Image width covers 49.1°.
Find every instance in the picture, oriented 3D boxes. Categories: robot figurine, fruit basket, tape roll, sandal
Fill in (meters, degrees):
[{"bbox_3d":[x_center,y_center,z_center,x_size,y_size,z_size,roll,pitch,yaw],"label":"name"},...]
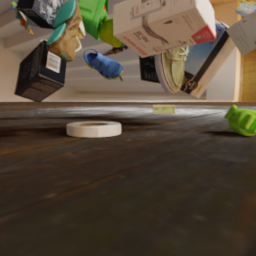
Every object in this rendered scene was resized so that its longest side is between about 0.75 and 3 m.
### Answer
[{"bbox_3d":[3.798,-0.193,9.164,1.269,0.837,1.446,23,6,-2],"label":"robot figurine"},{"bbox_3d":[-0.706,-3.206,8.454,1.731,1.249,1.731,18,1,0],"label":"fruit basket"},{"bbox_3d":[-1.143,0.028,9.405,1.840,0.336,1.840,1,8,0],"label":"tape roll"},{"bbox_3d":[-1.331,-3.168,13.725,2.516,1.000,1.095,28,-11,26],"label":"sandal"}]

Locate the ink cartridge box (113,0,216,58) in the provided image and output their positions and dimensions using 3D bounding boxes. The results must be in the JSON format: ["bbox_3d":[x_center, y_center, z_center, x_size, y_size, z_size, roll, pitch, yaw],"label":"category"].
[{"bbox_3d":[1.026,-2.989,7.949,2.440,1.010,1.787,-7,-13,31],"label":"ink cartridge box"}]

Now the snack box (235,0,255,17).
[{"bbox_3d":[4.131,-4.016,9.502,0.771,0.548,0.204,31,-11,22],"label":"snack box"}]

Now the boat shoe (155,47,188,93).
[{"bbox_3d":[1.505,-2.647,9.228,1.072,2.978,0.924,-10,8,-42],"label":"boat shoe"}]

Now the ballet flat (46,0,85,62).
[{"bbox_3d":[-1.458,-2.395,7.043,0.761,0.812,2.245,-25,41,21],"label":"ballet flat"}]

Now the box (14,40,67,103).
[{"bbox_3d":[-2.629,-1.637,8.456,0.859,1.191,1.604,20,-28,-40],"label":"box"}]

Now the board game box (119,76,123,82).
[{"bbox_3d":[-0.491,-2.742,14.392,0.110,0.752,0.506,-29,15,1],"label":"board game box"}]

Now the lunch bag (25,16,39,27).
[{"bbox_3d":[-2.741,-3.838,9.646,1.498,0.577,1.202,-4,3,-24],"label":"lunch bag"}]

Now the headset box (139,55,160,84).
[{"bbox_3d":[1.726,-3.305,13.413,2.548,2.218,1.182,14,44,25],"label":"headset box"}]

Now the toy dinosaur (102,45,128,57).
[{"bbox_3d":[-0.281,-3.068,10.181,0.743,1.454,0.987,31,-8,27],"label":"toy dinosaur"}]

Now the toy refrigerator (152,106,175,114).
[{"bbox_3d":[2.331,-1.187,18.311,1.427,0.542,0.499,1,7,1],"label":"toy refrigerator"}]

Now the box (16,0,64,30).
[{"bbox_3d":[-2.494,-3.697,8.156,0.625,1.201,1.094,14,-4,22],"label":"box"}]

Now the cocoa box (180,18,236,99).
[{"bbox_3d":[2.596,-2.973,11.035,1.827,2.784,1.856,20,31,-18],"label":"cocoa box"}]

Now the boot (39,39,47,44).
[{"bbox_3d":[-3.520,-3.645,12.500,0.559,0.694,1.536,5,-16,4],"label":"boot"}]

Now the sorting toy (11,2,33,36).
[{"bbox_3d":[-4.073,-4.122,10.643,0.185,1.357,0.764,-37,16,-21],"label":"sorting toy"}]

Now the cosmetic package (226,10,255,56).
[{"bbox_3d":[4.190,-3.187,8.600,0.771,1.073,1.901,-34,3,-40],"label":"cosmetic package"}]
